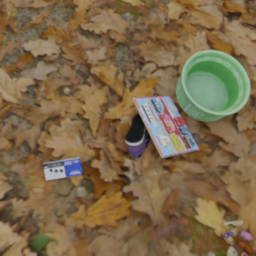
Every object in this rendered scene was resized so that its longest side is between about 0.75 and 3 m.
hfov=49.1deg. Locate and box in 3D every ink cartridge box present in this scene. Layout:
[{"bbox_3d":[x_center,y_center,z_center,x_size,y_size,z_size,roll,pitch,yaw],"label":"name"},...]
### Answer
[{"bbox_3d":[-2.531,1.582,10.878,1.383,0.306,0.650,-9,95,-4],"label":"ink cartridge box"}]

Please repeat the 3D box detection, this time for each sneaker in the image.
[{"bbox_3d":[0.529,0.249,11.452,0.906,1.047,2.392,9,39,23],"label":"sneaker"}]

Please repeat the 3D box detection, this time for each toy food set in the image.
[{"bbox_3d":[3.920,4.116,9.832,1.034,0.256,1.627,-5,64,-3],"label":"toy food set"}]

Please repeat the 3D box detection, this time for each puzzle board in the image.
[{"bbox_3d":[1.554,-0.172,11.340,2.071,0.239,2.749,-7,61,-37],"label":"puzzle board"}]

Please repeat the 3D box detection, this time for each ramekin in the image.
[{"bbox_3d":[3.401,-1.638,11.726,2.857,1.395,2.857,2,73,-8],"label":"ramekin"}]
